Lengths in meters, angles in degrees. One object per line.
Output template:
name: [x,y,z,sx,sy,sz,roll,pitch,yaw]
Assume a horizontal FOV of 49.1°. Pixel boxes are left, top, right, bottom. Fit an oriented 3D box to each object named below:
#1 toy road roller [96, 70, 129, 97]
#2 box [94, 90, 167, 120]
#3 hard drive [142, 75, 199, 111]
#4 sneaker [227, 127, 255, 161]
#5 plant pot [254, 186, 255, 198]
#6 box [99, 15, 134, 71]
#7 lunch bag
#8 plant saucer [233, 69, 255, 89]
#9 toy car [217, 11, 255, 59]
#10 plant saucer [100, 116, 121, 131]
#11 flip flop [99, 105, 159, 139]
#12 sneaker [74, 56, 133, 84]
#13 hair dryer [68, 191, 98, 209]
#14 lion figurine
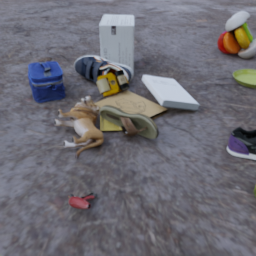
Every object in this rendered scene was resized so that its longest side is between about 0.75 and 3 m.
toy road roller: [-0.649,-1.798,11.852,1.350,0.830,0.986,-19,-5,-13]
box: [0.078,-0.772,10.924,1.840,0.239,2.251,-27,41,-35]
hard drive: [1.641,-1.456,11.302,1.559,0.315,2.363,4,31,-21]
sneaker: [4.102,0.511,8.329,2.094,0.917,0.793,8,34,12]
plant pot: [3.748,1.399,7.005,1.190,1.113,1.113,-35,45,-21]
box: [-0.512,-4.205,14.128,1.617,2.461,2.474,1,33,1]
lunch bag: [-3.480,-2.046,11.864,1.365,1.330,2.010,-14,35,-20]
plant saucer: [5.902,-2.282,13.186,1.914,0.297,1.914,0,33,0]
toy car: [6.304,-5.207,16.338,2.067,2.413,2.757,-22,16,40]
plant saucer: [-0.601,-0.191,9.896,0.762,0.185,0.762,-1,59,-3]
flip flop: [-0.049,-0.106,9.190,2.286,0.927,0.658,22,52,22]
sneaker: [-1.305,-2.603,12.880,2.941,1.153,1.168,12,29,15]
hair dryer: [-1.078,1.721,6.812,0.737,0.263,0.968,-10,12,-12]
lion figurine: [-1.411,0.010,9.268,1.627,0.963,2.657,0,44,-33]
